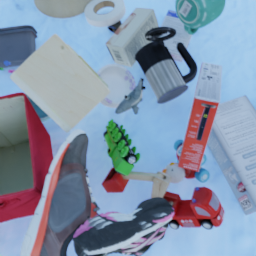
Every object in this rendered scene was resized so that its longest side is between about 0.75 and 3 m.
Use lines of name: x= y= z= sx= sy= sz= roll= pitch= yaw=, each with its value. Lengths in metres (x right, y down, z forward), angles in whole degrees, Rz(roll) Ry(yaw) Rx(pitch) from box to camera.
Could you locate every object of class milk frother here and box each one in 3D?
milk frother: x=1.032 y=-1.800 z=7.997 sx=1.567 sy=1.737 sz=1.634 roll=-32 pitch=76 yaw=23

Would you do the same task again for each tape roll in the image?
tape roll: x=-0.850 y=-4.281 z=10.231 sx=1.529 sy=0.279 sz=1.529 roll=-5 pitch=58 yaw=8

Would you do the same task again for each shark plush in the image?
shark plush: x=0.098 y=-0.629 z=6.093 sx=0.455 sy=1.093 sz=0.497 roll=-9 pitch=73 yaw=-32

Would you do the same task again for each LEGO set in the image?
LEGO set: x=-3.582 y=-1.727 z=7.839 sx=0.830 sy=0.317 sz=0.341 roll=1 pitch=17 yaw=-27

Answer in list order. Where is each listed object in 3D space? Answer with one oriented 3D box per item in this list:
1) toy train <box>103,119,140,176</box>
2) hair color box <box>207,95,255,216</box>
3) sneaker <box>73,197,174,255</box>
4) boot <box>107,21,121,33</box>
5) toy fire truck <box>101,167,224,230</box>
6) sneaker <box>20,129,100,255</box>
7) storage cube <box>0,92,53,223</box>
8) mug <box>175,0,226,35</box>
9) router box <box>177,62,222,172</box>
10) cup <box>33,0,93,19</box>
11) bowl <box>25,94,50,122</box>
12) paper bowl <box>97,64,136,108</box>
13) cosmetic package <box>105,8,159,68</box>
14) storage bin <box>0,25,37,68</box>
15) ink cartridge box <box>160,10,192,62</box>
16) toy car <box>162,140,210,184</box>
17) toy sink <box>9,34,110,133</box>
toy train: x=-0.263 y=0.436 z=7.187 sx=0.500 sy=2.394 sz=0.675 roll=30 pitch=100 yaw=-22
hair color box: x=3.192 y=0.668 z=7.620 sx=1.447 sy=0.886 sz=2.924 roll=-18 pitch=64 yaw=-9
sneaker: x=0.015 y=1.863 z=4.698 sx=1.839 sy=0.794 sz=0.739 roll=-8 pitch=23 yaw=-27
boot: x=-0.293 y=-3.483 z=10.002 sx=0.489 sy=0.377 sz=1.009 roll=-40 pitch=60 yaw=-7
toy fire truck: x=0.776 y=1.563 z=6.533 sx=2.464 sy=1.738 sz=0.601 roll=-14 pitch=27 yaw=34
sneaker: x=-1.072 y=1.394 z=5.445 sx=1.170 sy=1.101 sz=2.856 roll=16 pitch=61 yaw=-5
storage cube: x=-3.092 y=0.938 z=6.670 sx=2.248 sy=2.364 sz=2.629 roll=-13 pitch=65 yaw=-7
mug: x=2.134 y=-3.606 z=8.537 sx=1.004 sy=1.623 sz=1.334 roll=-38 pitch=34 yaw=-28
router box: x=1.656 y=-0.307 z=6.402 sx=0.483 sy=1.775 sz=1.977 roll=14 pitch=35 yaw=11
cup: x=-2.466 y=-5.525 z=10.208 sx=2.421 sy=1.731 sz=2.421 roll=0 pitch=64 yaw=-1
bowl: x=-2.636 y=-0.607 z=8.393 sx=1.078 sy=0.564 sz=1.078 roll=3 pitch=65 yaw=-7
paper bowl: x=-0.464 y=-1.238 z=8.549 sx=1.289 sy=0.671 sz=1.289 roll=4 pitch=77 yaw=-18
cosmetic package: x=0.180 y=-3.003 z=9.254 sx=0.792 sy=0.938 sz=1.814 roll=24 pitch=67 yaw=35
storage bin: x=-3.765 y=-2.596 z=9.224 sx=1.591 sy=1.158 sz=1.068 roll=-8 pitch=92 yaw=-4
ink cartridge box: x=1.634 y=-3.252 z=9.827 sx=1.158 sy=0.407 sz=1.940 roll=18 pitch=67 yaw=11
toy car: x=1.285 y=1.004 z=7.179 sx=1.135 sy=1.004 sz=1.046 roll=-24 pitch=26 yaw=-15
toy sink: x=-1.476 y=-1.091 z=6.906 sx=1.416 sy=2.528 sz=1.648 roll=-44 pitch=100 yaw=0
